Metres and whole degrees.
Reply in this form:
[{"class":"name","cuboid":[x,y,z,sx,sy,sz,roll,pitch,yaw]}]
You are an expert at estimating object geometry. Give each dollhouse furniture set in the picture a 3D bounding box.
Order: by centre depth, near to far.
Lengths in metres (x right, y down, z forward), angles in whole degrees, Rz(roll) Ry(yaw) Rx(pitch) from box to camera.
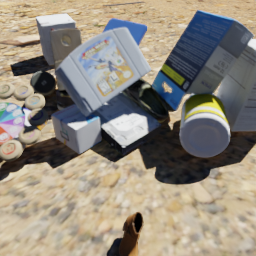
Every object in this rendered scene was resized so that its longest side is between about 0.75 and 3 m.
[{"class":"dollhouse furniture set","cuboid":[-1.266,-2.495,9.981,2.720,1.906,1.917,-9,13,-13]}]

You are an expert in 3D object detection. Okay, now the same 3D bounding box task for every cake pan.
[{"class":"cake pan","cuboid":[-3.085,-1.630,10.201,0.923,0.923,0.169,-14,3,-18]}]

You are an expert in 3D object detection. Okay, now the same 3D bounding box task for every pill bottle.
[{"class":"pill bottle","cuboid":[2.130,-0.272,7.965,1.255,1.255,2.255,7,31,9]}]

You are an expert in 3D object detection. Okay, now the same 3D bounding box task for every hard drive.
[{"class":"hard drive","cuboid":[-0.311,-0.302,8.471,1.568,0.425,2.244,-28,56,-31]}]

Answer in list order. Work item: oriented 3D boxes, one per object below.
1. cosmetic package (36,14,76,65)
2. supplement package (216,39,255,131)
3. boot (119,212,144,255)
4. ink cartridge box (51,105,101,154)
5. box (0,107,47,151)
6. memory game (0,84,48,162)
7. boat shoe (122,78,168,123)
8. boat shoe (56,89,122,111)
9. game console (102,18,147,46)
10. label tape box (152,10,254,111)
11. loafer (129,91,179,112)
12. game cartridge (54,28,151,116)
[{"class":"cosmetic package","cuboid":[-3.196,-4.057,12.747,1.470,1.783,1.471,-15,39,-20]},{"class":"supplement package","cuboid":[3.679,-1.228,8.252,1.304,2.381,1.354,-1,36,-15]},{"class":"boot","cuboid":[0.111,2.049,5.156,0.350,0.709,0.913,14,53,-12]},{"class":"ink cartridge box","cuboid":[-1.470,0.002,7.989,1.147,0.838,0.842,28,45,36]},{"class":"box","cuboid":[-3.234,-0.010,8.368,1.047,0.365,1.759,15,36,9]},{"class":"memory game","cuboid":[-3.630,-0.166,7.667,2.924,0.186,2.924,-2,54,3]},{"class":"boat shoe","cuboid":[0.434,-1.125,8.609,0.809,0.744,2.264,-42,89,-18]},{"class":"boat shoe","cuboid":[-1.225,-1.112,9.595,2.409,0.725,0.859,-9,42,-12]},{"class":"game console","cuboid":[-0.183,-2.937,9.938,1.617,1.380,0.957,23,49,27]},{"class":"label tape box","cuboid":[2.041,-1.937,8.373,0.913,2.763,1.980,21,21,-27]},{"class":"loafer","cuboid":[0.845,-0.977,9.408,1.845,0.694,0.643,15,37,17]},{"class":"game cartridge","cuboid":[-0.679,-1.684,7.830,2.496,1.662,0.518,-39,18,-20]}]
